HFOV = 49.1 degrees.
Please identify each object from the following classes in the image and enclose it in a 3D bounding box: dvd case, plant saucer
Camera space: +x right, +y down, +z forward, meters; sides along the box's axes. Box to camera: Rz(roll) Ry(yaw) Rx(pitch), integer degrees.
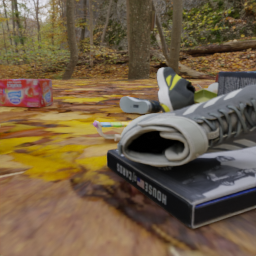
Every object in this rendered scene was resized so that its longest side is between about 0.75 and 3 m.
[{"bbox_3d":[1.293,0.504,4.000,2.648,0.327,1.990,-6,13,-27],"label":"dvd case"},{"bbox_3d":[2.821,-0.854,9.637,1.356,0.325,1.358,29,36,33],"label":"plant saucer"}]

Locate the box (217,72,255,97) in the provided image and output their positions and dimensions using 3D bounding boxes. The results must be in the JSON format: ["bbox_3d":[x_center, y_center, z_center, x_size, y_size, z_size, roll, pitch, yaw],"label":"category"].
[{"bbox_3d":[3.323,-0.483,5.981,2.013,1.452,2.712,-1,12,-3],"label":"box"}]

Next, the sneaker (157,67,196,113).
[{"bbox_3d":[1.585,-1.211,9.082,1.127,0.992,2.664,-12,37,14],"label":"sneaker"}]

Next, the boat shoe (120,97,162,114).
[{"bbox_3d":[0.414,-0.744,9.676,0.714,0.556,1.572,-1,12,-39],"label":"boat shoe"}]

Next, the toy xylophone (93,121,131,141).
[{"bbox_3d":[0.031,0.028,5.846,1.444,0.363,1.057,-3,5,-22],"label":"toy xylophone"}]

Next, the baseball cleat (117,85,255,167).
[{"bbox_3d":[0.997,0.056,3.223,2.262,0.789,1.204,-16,7,9],"label":"baseball cleat"}]

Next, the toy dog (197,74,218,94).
[{"bbox_3d":[3.644,-1.516,11.368,1.767,1.291,2.680,0,12,-2],"label":"toy dog"}]

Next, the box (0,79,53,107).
[{"bbox_3d":[-4.355,-1.467,11.609,2.208,1.101,1.054,3,12,16],"label":"box"}]
